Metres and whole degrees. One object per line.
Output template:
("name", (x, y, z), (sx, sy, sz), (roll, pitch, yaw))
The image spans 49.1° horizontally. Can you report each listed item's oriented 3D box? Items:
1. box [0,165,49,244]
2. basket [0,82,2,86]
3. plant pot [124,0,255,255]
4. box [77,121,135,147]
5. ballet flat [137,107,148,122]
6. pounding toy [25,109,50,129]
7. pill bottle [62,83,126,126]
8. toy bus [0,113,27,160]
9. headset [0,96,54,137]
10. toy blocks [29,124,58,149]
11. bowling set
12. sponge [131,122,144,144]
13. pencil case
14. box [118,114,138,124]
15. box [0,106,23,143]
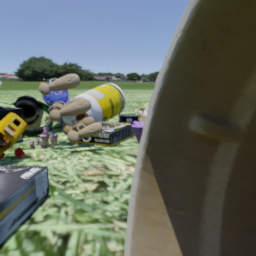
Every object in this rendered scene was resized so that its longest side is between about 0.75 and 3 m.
("box", (-2.383, 1.091, 3.890), (1.803, 0.550, 2.277), (2, 10, 7))
("basket", (-5.347, -0.988, 8.452), (2.187, 1.775, 2.207), (-3, 47, 57))
("plant pot", (1.651, 0.678, 0.957), (2.696, 2.945, 2.945), (9, 8, -15))
("box", (-0.798, 0.148, 9.482), (1.535, 0.474, 1.923), (6, 12, 23))
("ballet flat", (0.803, -0.547, 12.569), (0.783, 0.725, 2.222), (3, 10, -13))
("pounding toy", (-3.841, -0.518, 11.300), (1.138, 1.134, 1.984), (6, 12, 30))
("pill bottle", (-1.361, -0.794, 11.297), (1.461, 1.461, 2.625), (7, 26, 33))
("toy bus", (-3.006, 0.213, 6.765), (0.665, 1.287, 1.215), (-33, -20, 31))
("headset", (-4.015, -0.430, 10.385), (2.546, 1.196, 1.572), (23, 45, 4))
("toy blocks", (-2.525, 0.250, 8.386), (0.761, 0.640, 0.711), (-1, 11, -5))
("bowling set", (-1.749, -0.310, 8.616), (1.234, 2.299, 1.600), (-21, -21, -16))
("sponge", (0.867, 0.232, 7.077), (1.498, 0.836, 0.223), (3, 44, 32))
("pencil case", (-2.745, -0.913, 11.467), (0.986, 1.097, 2.527), (-40, -11, -14))
("box", (0.006, -0.373, 12.514), (0.798, 0.415, 0.727), (-1, 11, -8))
("box", (-4.493, -0.106, 8.980), (1.831, 1.138, 1.360), (8, 12, 34))
